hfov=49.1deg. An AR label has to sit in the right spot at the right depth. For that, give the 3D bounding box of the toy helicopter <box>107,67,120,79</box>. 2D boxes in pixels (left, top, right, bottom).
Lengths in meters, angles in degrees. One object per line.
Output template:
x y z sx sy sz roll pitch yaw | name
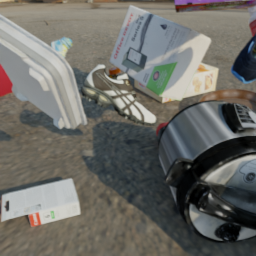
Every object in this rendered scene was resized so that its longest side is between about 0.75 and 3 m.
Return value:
-1.316 -2.205 13.001 1.468 0.875 2.219 -28 27 -26 | toy helicopter

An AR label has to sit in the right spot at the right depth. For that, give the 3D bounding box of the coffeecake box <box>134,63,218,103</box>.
2.074 -2.205 12.455 2.905 1.061 2.229 -15 32 -26 | coffeecake box

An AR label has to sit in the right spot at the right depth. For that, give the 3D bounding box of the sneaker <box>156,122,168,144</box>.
1.818 0.377 8.008 2.178 0.770 1.064 5 28 14 | sneaker

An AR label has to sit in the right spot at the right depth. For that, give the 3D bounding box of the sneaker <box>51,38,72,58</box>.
-2.627 -3.190 11.401 0.862 0.525 1.320 -26 61 9 | sneaker

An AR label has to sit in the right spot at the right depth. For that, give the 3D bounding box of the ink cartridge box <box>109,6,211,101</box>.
0.854 -2.414 8.900 1.166 2.020 2.776 3 28 -44 | ink cartridge box

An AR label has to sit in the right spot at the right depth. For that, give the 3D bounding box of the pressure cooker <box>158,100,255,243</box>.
1.932 0.913 5.487 2.300 2.336 2.616 -21 29 5 | pressure cooker

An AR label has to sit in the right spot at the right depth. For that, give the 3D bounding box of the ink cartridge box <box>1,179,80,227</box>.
-1.881 1.655 6.062 1.539 0.387 0.838 -11 30 -17 | ink cartridge box

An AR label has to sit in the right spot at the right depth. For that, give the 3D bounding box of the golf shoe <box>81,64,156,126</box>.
-0.041 -0.613 5.589 1.737 0.821 0.675 27 0 -24 | golf shoe

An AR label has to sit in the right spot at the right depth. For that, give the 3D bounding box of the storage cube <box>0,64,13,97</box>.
-5.652 -2.595 12.388 2.030 1.825 1.735 19 34 29 | storage cube

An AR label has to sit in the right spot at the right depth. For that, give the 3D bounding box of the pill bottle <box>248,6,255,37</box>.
3.803 -2.730 7.673 0.801 1.426 0.801 -17 -3 -1 | pill bottle

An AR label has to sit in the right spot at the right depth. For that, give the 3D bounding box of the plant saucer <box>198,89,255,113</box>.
3.682 -0.662 9.826 2.431 0.419 2.431 -6 34 4 | plant saucer

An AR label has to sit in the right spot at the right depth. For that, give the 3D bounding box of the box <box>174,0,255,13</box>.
2.006 -2.897 6.059 1.975 0.564 2.886 0 20 11 | box

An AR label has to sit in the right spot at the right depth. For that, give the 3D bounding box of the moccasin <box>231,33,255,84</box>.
2.708 -1.605 4.987 0.843 0.715 2.096 36 72 9 | moccasin

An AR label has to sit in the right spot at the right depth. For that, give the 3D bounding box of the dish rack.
-1.242 -0.611 3.718 1.394 1.624 0.354 35 67 15 | dish rack
